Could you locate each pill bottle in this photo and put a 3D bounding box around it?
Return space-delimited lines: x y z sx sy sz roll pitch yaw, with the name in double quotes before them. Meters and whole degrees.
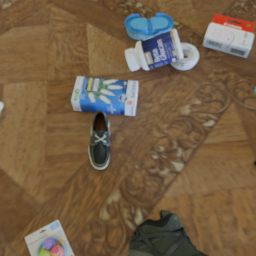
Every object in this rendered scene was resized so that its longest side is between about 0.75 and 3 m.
"pill bottle" 0.895 -2.655 9.865 1.895 1.053 1.053 -16 58 14

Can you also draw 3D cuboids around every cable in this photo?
"cable" 2.061 -2.669 10.454 1.125 0.390 1.125 -21 60 -13

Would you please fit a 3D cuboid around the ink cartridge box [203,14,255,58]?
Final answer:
"ink cartridge box" 4.085 -3.866 11.117 1.750 0.614 2.153 19 65 12

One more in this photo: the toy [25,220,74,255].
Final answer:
"toy" -1.857 3.169 6.895 0.927 0.380 1.610 -24 64 -20

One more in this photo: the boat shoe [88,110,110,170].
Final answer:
"boat shoe" -0.881 0.340 8.507 0.666 0.627 1.855 0 60 -2

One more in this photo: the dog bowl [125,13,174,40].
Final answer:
"dog bowl" 0.832 -4.035 11.225 1.934 0.479 1.078 -4 59 -2

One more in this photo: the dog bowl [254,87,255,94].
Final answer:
"dog bowl" 4.972 -1.114 9.544 0.751 0.334 1.347 -27 62 -15

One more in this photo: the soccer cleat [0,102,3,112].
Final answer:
"soccer cleat" -4.270 -0.453 9.110 0.356 0.288 0.825 22 67 13

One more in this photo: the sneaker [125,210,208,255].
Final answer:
"sneaker" 1.411 2.893 6.697 2.736 1.046 1.567 14 66 14

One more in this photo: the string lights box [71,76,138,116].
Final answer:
"string lights box" -0.744 -1.060 9.338 2.067 0.610 1.062 5 59 3

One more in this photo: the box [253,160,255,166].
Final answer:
"box" 4.676 1.167 8.144 1.226 0.355 1.542 -34 65 -19
